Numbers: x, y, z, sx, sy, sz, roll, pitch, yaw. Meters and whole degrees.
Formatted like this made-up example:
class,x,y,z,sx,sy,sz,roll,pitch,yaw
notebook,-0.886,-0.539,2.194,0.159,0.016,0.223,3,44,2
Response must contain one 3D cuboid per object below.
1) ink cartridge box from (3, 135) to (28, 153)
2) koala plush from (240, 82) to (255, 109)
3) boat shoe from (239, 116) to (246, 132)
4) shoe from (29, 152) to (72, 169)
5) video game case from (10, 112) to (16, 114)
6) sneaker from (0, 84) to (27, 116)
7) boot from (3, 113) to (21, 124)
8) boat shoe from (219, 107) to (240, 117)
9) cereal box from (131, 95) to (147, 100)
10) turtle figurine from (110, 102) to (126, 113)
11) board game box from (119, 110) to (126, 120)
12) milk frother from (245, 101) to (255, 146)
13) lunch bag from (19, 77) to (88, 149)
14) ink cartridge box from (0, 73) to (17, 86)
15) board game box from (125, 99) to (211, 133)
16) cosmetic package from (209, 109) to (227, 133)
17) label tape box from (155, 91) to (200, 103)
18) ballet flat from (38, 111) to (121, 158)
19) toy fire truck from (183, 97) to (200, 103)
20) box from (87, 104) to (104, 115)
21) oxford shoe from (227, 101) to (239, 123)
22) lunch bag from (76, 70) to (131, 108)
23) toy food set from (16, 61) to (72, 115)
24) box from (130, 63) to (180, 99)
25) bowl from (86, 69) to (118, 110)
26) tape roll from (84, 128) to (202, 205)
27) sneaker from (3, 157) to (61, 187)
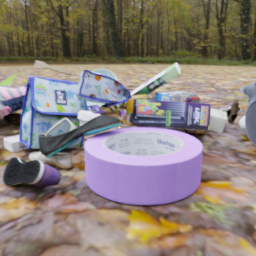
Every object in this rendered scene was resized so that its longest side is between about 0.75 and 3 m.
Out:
class,x,y,z,sx,sy,sz,roll,pitch,yaw
ink cartridge box,-3.160,0.429,8.207,0.549,0.317,0.755,15,22,42
koala plush,4.435,-1.115,9.726,0.934,1.016,0.901,-17,-4,-33
boat shoe,4.455,-0.108,9.490,2.032,0.729,0.689,-10,-20,-26
shoe,-1.961,0.737,7.078,1.305,0.348,0.456,7,17,23
video game case,-4.056,-0.935,11.388,2.720,0.322,2.476,-6,14,-44
sneaker,-3.275,-0.723,8.276,2.469,0.866,1.013,-3,45,7
boot,-4.289,-0.601,11.492,1.461,0.500,1.376,-11,19,-37
boat shoe,4.402,-0.682,11.999,1.118,0.399,0.337,-15,23,-22
cereal box,0.403,-1.120,12.677,0.700,0.973,0.192,-7,61,-18
turtle figurine,-0.482,-1.180,12.886,0.706,0.981,0.952,1,26,34
board game box,0.480,-0.602,12.005,1.620,0.262,0.972,-3,20,-12
milk frother,4.710,-0.448,8.833,2.295,2.202,2.440,-3,-11,-15
lunch bag,-2.044,-0.403,7.808,1.602,1.884,1.201,3,8,-37
ink cartridge box,-5.305,-1.239,9.691,2.593,0.982,1.916,-15,43,34
board game box,1.299,-0.305,8.574,2.234,0.766,2.703,3,-2,13
cosmetic package,3.195,-0.280,10.159,0.622,0.525,1.203,18,20,14
label tape box,2.646,-1.428,13.887,2.182,0.721,1.563,-8,15,-19
ballet flat,-1.201,0.012,6.653,2.043,0.699,0.694,-25,-1,-8
toy fire truck,2.356,-0.842,11.210,1.073,0.901,0.602,-5,39,-41
box,-1.624,-0.375,10.111,1.351,0.533,0.954,-11,25,-16
oxford shoe,4.096,-0.599,10.729,0.314,0.863,0.364,13,0,-3
lunch bag,-0.657,-0.958,7.367,1.311,0.812,1.115,12,3,-16
toy food set,-3.001,-1.264,10.263,1.679,0.488,2.432,14,58,-9
box,1.405,-2.343,14.759,2.898,0.527,2.092,-32,9,20
bowl,-1.229,-1.530,12.598,1.984,1.984,1.068,6,-22,20
tape roll,0.328,0.709,6.275,2.559,0.839,2.559,0,16,0
sneaker,-2.065,1.036,5.985,1.611,0.610,0.705,-1,-23,43
